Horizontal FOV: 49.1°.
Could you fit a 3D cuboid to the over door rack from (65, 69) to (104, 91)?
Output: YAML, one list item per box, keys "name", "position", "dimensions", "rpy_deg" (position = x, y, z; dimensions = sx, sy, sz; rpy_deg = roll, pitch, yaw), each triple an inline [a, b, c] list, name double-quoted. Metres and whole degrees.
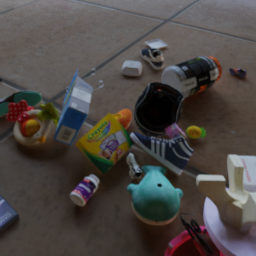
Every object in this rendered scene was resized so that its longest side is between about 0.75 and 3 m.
- name: "over door rack"
  position: [-1.975, -1.832, 12.996]
  dimensions: [1.700, 0.566, 1.256]
  rpy_deg: [-34, 48, 1]

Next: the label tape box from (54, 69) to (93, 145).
- name: "label tape box"
  position: [-2.093, -0.852, 11.006]
  dimensions: [0.790, 1.799, 2.495]
  rpy_deg: [21, 40, -18]

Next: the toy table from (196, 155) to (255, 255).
- name: "toy table"
  position: [3.129, 2.091, 7.665]
  dimensions: [2.581, 1.644, 2.808]
  rpy_deg: [-3, 25, -9]

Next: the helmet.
- name: "helmet"
  position: [1.133, -0.627, 10.915]
  dimensions: [1.999, 1.906, 1.999]
  rpy_deg: [17, 26, -9]

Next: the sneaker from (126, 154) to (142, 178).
- name: "sneaker"
  position: [0.254, 1.312, 9.466]
  dimensions: [0.343, 0.860, 0.560]
  rpy_deg: [-10, 9, -36]

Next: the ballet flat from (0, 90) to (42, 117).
- name: "ballet flat"
  position: [-5.072, -1.126, 12.253]
  dimensions: [2.486, 0.894, 0.894]
  rpy_deg: [-24, 48, -25]

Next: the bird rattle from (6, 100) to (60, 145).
- name: "bird rattle"
  position: [-3.847, -0.235, 11.094]
  dimensions: [2.336, 1.316, 1.905]
  rpy_deg: [2, 59, 7]

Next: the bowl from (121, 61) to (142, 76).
- name: "bowl"
  position: [0.189, -3.193, 14.746]
  dimensions: [1.053, 0.394, 1.055]
  rpy_deg: [7, 45, 8]

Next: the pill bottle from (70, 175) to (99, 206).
- name: "pill bottle"
  position: [-1.383, 1.999, 9.084]
  dimensions: [0.563, 0.563, 1.001]
  rpy_deg: [22, 47, 21]

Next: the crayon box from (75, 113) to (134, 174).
- name: "crayon box"
  position: [-0.781, 0.536, 10.114]
  dimensions: [1.468, 0.496, 1.701]
  rpy_deg: [47, 57, -3]

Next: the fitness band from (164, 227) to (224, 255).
- name: "fitness band"
  position: [1.864, 3.484, 7.634]
  dimensions: [1.864, 0.349, 1.339]
  rpy_deg: [-24, 48, -26]

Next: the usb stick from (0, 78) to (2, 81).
- name: "usb stick"
  position: [-6.708, -2.593, 14.282]
  dimensions: [0.236, 0.139, 0.850]
  rpy_deg: [-32, 52, -30]

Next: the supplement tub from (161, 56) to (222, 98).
- name: "supplement tub"
  position: [2.967, -2.362, 12.971]
  dimensions: [2.558, 1.567, 1.567]
  rpy_deg: [-23, 48, -22]

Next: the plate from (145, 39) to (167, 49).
- name: "plate"
  position: [1.676, -4.995, 16.820]
  dimensions: [1.023, 0.165, 1.021]
  rpy_deg: [-21, 46, -21]

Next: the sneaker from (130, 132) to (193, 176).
- name: "sneaker"
  position: [1.220, 0.547, 9.858]
  dimensions: [2.221, 0.778, 1.205]
  rpy_deg: [36, 97, 12]

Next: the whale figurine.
- name: "whale figurine"
  position: [0.867, 1.867, 8.755]
  dimensions: [1.782, 1.162, 2.240]
  rpy_deg: [7, 37, 0]

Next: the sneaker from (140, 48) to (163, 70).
- name: "sneaker"
  position: [1.333, -4.032, 15.348]
  dimensions: [0.799, 0.809, 2.037]
  rpy_deg: [-20, 45, -18]

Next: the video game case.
- name: "video game case"
  position: [-4.729, 2.590, 8.720]
  dimensions: [2.276, 0.216, 1.626]
  rpy_deg: [32, 52, 28]

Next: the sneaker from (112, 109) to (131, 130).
- name: "sneaker"
  position: [-0.559, -0.182, 11.205]
  dimensions: [0.809, 0.855, 2.216]
  rpy_deg: [22, 45, 26]

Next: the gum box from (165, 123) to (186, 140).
- name: "gum box"
  position: [1.720, 0.209, 10.089]
  dimensions: [0.453, 0.799, 0.264]
  rpy_deg: [-30, 46, 20]

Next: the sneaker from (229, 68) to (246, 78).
- name: "sneaker"
  position: [5.673, -2.920, 14.465]
  dimensions: [0.931, 0.365, 0.351]
  rpy_deg: [25, 47, 24]

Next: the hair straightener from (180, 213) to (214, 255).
- name: "hair straightener"
  position: [1.963, 2.982, 7.943]
  dimensions: [0.533, 0.284, 1.386]
  rpy_deg: [-27, 69, -23]

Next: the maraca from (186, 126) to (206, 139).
- name: "maraca"
  position: [2.698, 0.181, 11.116]
  dimensions: [0.780, 0.417, 0.534]
  rpy_deg: [3, 66, 2]

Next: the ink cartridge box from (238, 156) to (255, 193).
- name: "ink cartridge box"
  position: [4.478, 1.641, 9.338]
  dimensions: [1.724, 0.730, 1.246]
  rpy_deg: [3, 43, 1]
